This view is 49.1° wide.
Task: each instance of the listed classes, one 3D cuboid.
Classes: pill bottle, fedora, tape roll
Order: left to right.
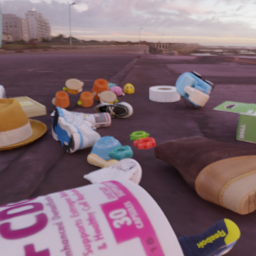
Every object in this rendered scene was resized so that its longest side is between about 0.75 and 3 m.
[{"bbox_3d":[-1.098,1.447,2.040,2.849,1.615,1.615,-9,20,-25],"label":"pill bottle"},{"bbox_3d":[-3.670,-0.214,7.986,2.703,1.102,2.703,0,17,0],"label":"fedora"},{"bbox_3d":[-1.005,-0.232,9.082,0.776,0.450,0.450,-7,19,-24],"label":"pill bottle"},{"bbox_3d":[1.714,-1.599,13.179,1.425,0.498,1.425,0,18,0],"label":"tape roll"}]

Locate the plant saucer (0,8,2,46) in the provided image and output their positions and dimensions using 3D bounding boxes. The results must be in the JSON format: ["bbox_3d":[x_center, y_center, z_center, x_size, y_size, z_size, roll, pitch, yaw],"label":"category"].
[{"bbox_3d":[-2.163,-1.163,2.637,0.467,2.425,2.425,13,22,31],"label":"plant saucer"}]

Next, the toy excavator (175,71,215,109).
[{"bbox_3d":[2.444,-1.411,10.678,2.239,1.118,2.177,5,32,-48],"label":"toy excavator"}]

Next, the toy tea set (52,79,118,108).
[{"bbox_3d":[-1.892,-1.297,12.121,2.721,1.007,1.618,-2,47,-16],"label":"toy tea set"}]

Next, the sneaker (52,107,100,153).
[{"bbox_3d":[-1.477,0.055,7.855,1.002,0.866,2.311,0,23,-30],"label":"sneaker"}]

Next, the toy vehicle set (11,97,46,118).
[{"bbox_3d":[-4.369,-0.805,11.041,1.464,0.312,2.356,-13,22,-34],"label":"toy vehicle set"}]

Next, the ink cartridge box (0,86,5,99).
[{"bbox_3d":[-5.576,-0.711,9.323,2.594,0.740,2.108,-4,29,-17],"label":"ink cartridge box"}]

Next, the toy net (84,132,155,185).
[{"bbox_3d":[-0.097,0.718,5.616,1.476,0.543,2.813,-6,15,-2],"label":"toy net"}]

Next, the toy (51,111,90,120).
[{"bbox_3d":[-1.944,-0.342,9.660,1.293,0.305,0.744,3,15,-5],"label":"toy"}]

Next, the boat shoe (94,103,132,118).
[{"bbox_3d":[-0.565,-0.614,10.203,1.543,0.546,0.491,4,17,36],"label":"boat shoe"}]

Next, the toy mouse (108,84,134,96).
[{"bbox_3d":[-0.694,-2.016,14.555,2.001,0.436,2.252,0,18,0],"label":"toy mouse"}]

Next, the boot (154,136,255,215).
[{"bbox_3d":[2.298,0.536,5.723,2.921,1.057,2.430,-12,23,-24],"label":"boot"}]

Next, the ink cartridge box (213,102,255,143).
[{"bbox_3d":[4.001,-0.102,8.047,2.805,0.832,1.456,12,21,32],"label":"ink cartridge box"}]

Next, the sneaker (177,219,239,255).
[{"bbox_3d":[0.962,1.596,3.684,1.051,0.432,0.388,-19,50,-5],"label":"sneaker"}]
